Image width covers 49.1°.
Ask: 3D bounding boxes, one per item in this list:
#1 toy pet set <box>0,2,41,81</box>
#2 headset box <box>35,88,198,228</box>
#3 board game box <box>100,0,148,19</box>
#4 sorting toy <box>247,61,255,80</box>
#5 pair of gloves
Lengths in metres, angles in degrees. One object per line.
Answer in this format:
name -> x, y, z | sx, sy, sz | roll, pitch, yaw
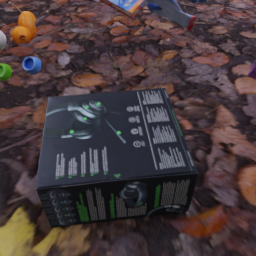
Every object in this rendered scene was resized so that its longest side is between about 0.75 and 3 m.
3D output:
toy pet set -> -2.571, -1.670, 4.036 | 2.109, 1.970, 1.120 | -9, -4, 16
headset box -> -0.407, 0.501, 5.868 | 2.922, 1.356, 2.544 | -6, 43, -6
board game box -> 0.403, -3.943, 7.361 | 1.170, 0.221, 2.273 | 37, 80, 23
sorting toy -> 2.662, -1.695, 4.661 | 1.060, 2.581, 1.551 | 32, 36, 10
pair of gloves -> 0.532, -1.747, 3.496 | 0.995, 1.238, 0.141 | 36, 81, 2
